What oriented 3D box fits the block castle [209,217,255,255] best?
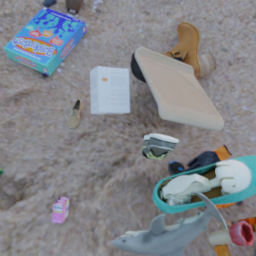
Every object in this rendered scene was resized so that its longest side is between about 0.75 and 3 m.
[{"bbox_3d":[3.265,2.924,6.425,2.650,1.243,1.771,7,61,-37],"label":"block castle"}]

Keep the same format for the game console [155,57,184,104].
[{"bbox_3d":[1.450,-1.630,9.880,0.820,1.240,1.410,-1,62,-35],"label":"game console"}]

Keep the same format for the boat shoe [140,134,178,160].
[{"bbox_3d":[0.706,0.489,6.730,0.687,1.923,0.575,16,84,-5],"label":"boat shoe"}]

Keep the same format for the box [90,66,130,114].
[{"bbox_3d":[-0.501,-0.990,7.627,0.919,0.642,1.206,-1,89,-25],"label":"box"}]

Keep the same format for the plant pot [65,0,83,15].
[{"bbox_3d":[-2.341,-5.427,12.055,0.885,0.885,0.947,5,78,3],"label":"plant pot"}]

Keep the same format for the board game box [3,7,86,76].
[{"bbox_3d":[-3.206,-3.472,11.044,2.019,0.597,2.655,24,64,12],"label":"board game box"}]

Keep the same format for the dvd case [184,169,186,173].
[{"bbox_3d":[1.946,1.748,8.496,0.889,0.071,0.661,34,66,17],"label":"dvd case"}]

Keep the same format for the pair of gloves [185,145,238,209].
[{"bbox_3d":[2.539,1.463,8.039,1.487,0.206,1.670,-35,77,14],"label":"pair of gloves"}]

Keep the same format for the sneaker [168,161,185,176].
[{"bbox_3d":[1.413,1.516,8.060,0.502,0.562,1.371,3,35,-8],"label":"sneaker"}]

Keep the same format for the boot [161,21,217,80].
[{"bbox_3d":[1.838,-2.844,10.527,2.039,0.971,2.635,-20,61,-6],"label":"boot"}]

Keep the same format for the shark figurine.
[{"bbox_3d":[1.226,2.665,6.545,2.918,1.744,1.218,-35,43,28],"label":"shark figurine"}]

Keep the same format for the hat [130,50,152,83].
[{"bbox_3d":[0.751,-2.127,9.184,1.408,0.568,1.408,11,61,-21],"label":"hat"}]

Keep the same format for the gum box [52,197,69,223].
[{"bbox_3d":[-1.849,2.247,7.744,0.284,0.860,0.488,5,90,-1],"label":"gum box"}]

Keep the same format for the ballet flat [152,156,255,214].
[{"bbox_3d":[1.920,1.315,6.529,2.947,1.037,0.992,-21,60,14],"label":"ballet flat"}]

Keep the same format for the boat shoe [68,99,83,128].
[{"bbox_3d":[-1.828,-0.496,9.565,0.380,0.344,1.068,8,62,4],"label":"boat shoe"}]

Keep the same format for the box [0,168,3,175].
[{"bbox_3d":[-5.101,1.530,8.363,2.240,0.542,1.314,-38,68,-21],"label":"box"}]

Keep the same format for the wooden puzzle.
[{"bbox_3d":[1.400,-1.064,8.009,2.353,0.474,2.544,11,47,-32],"label":"wooden puzzle"}]
